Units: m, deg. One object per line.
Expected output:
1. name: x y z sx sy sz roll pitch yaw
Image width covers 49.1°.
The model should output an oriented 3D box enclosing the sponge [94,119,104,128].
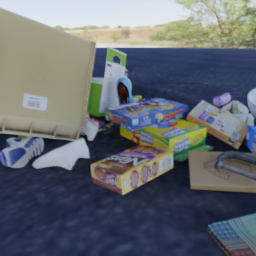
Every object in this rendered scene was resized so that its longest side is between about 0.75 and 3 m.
1. sponge: -1.287 -0.069 8.942 0.529 0.141 0.948 18 26 41

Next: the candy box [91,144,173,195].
1. candy box: 0.119 0.810 5.915 0.922 0.446 1.581 10 22 44

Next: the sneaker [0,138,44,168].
1. sneaker: -2.700 0.567 6.728 0.759 0.531 1.313 2 13 16

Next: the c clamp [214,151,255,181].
1. c clamp: 2.299 0.800 5.503 1.249 0.198 1.463 -20 25 -31

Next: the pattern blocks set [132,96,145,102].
1. pattern blocks set: -0.113 -1.068 11.207 1.779 0.144 1.563 5 22 44

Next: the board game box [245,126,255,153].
1. board game box: 4.362 0.556 6.528 2.567 0.578 1.952 2 20 4

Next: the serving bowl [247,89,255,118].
1. serving bowl: 5.308 -0.575 8.920 2.834 0.932 2.834 -7 26 3

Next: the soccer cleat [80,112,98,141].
1. soccer cleat: -1.346 -0.136 8.326 0.542 0.607 1.564 9 15 -32

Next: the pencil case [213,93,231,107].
1. pencil case: 3.891 -1.177 11.628 0.416 0.424 0.992 16 25 38

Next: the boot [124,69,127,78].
1. boot: -0.361 -2.514 14.101 0.806 1.047 2.190 32 -3 -35

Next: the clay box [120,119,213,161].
1. clay box: 1.006 0.142 7.681 1.378 0.571 2.398 -16 23 -34

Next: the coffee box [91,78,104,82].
1. coffee box: -1.630 -1.388 11.200 1.082 1.094 1.092 4 19 14

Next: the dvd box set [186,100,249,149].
1. dvd box set: 2.572 -0.142 7.949 1.587 0.233 1.161 32 40 17

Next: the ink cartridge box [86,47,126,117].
1. ink cartridge box: -0.820 -1.543 9.537 0.831 2.194 1.622 11 8 21

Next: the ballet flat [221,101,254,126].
1. ballet flat: 3.624 -0.486 9.233 0.816 0.816 2.273 1 19 2

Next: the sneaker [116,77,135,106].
1. sneaker: -0.103 -0.802 8.888 0.610 1.557 0.700 -14 16 12

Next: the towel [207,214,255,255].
1. towel: 2.451 1.630 3.932 2.142 0.232 1.571 -8 19 -14

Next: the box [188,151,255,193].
1. box: 2.105 0.900 5.957 1.593 0.169 1.302 2 26 9

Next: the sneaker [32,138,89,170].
1. sneaker: -1.485 0.721 6.247 1.272 0.563 0.479 -23 3 0

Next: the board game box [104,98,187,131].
1. board game box: 0.512 -0.451 8.012 1.982 0.342 1.342 -14 23 -31

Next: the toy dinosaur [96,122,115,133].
1. toy dinosaur: -0.718 -0.007 8.621 0.485 0.261 1.101 -4 14 45

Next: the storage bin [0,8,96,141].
1. storage bin: -2.520 -1.238 7.264 2.862 2.841 1.341 9 -2 -40

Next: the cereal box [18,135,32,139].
1. cereal box: -2.741 -0.004 8.013 0.179 0.652 0.906 29 26 8
